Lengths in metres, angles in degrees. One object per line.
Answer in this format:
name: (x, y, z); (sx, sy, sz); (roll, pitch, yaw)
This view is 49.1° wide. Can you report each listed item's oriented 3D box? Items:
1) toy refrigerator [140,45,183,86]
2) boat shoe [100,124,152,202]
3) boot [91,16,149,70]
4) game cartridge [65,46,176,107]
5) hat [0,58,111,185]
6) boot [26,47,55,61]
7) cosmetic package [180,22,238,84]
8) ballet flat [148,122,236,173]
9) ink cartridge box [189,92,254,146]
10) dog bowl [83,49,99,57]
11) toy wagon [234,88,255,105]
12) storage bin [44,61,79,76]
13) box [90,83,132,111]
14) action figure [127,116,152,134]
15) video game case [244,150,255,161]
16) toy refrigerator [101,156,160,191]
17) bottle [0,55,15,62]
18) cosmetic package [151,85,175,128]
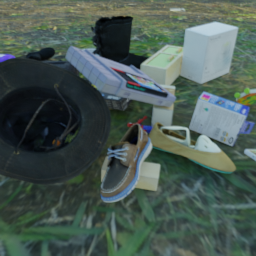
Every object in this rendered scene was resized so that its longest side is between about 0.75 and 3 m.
toy refrigerator: (1.531, -2.551, 11.376); (1.049, 0.967, 2.764); (16, 36, 23)
boat shoe: (-0.121, 0.633, 5.767); (0.714, 0.715, 1.975); (-8, 30, 27)
boot: (-0.095, -3.196, 11.114); (2.853, 2.338, 1.056); (-15, 34, -24)
game cartridge: (-0.064, -1.251, 7.131); (2.661, 0.511, 1.725); (6, 27, -49)
hat: (-1.928, -0.048, 6.040); (2.967, 1.197, 2.967); (6, 64, -13)
boot: (-3.999, -3.199, 12.748); (1.392, 0.532, 1.170); (-14, 31, -9)
cosmetic package: (3.229, -3.042, 11.259); (1.906, 1.912, 1.175); (-25, 40, -32)
ballet flat: (1.537, 0.426, 6.918); (2.306, 0.727, 0.791); (18, 18, 25)
ink cartridge box: (2.558, -0.199, 7.601); (1.531, 1.045, 0.585); (25, 40, 20)
dog bowl: (-1.676, -2.981, 12.374); (1.517, 0.598, 1.517); (0, 33, 0)
toy wagon: (4.028, -1.041, 9.004); (0.846, 1.090, 0.216); (13, 68, -27)
storage bin: (-2.009, -0.879, 8.000); (1.246, 1.842, 0.864); (-2, 34, -2)
box: (-0.594, -1.249, 9.522); (1.814, 0.446, 1.462); (12, 45, 30)
action figure: (0.579, -0.080, 8.051); (1.191, 0.389, 0.590); (11, 57, 17)
video game case: (3.323, 0.756, 6.289); (1.047, 0.115, 0.953); (3, 23, -26)
toy refrigerator: (0.059, 1.042, 6.345); (1.259, 0.441, 0.478); (8, 35, 6)
bottle: (-6.004, -2.443, 11.218); (2.925, 0.955, 1.222); (4, 35, 6)
cosmetic package: (1.077, -0.608, 8.519); (0.567, 0.839, 1.594); (8, 35, 7)
